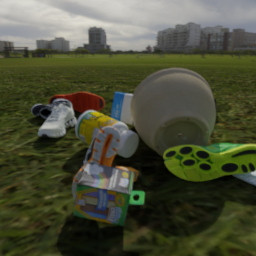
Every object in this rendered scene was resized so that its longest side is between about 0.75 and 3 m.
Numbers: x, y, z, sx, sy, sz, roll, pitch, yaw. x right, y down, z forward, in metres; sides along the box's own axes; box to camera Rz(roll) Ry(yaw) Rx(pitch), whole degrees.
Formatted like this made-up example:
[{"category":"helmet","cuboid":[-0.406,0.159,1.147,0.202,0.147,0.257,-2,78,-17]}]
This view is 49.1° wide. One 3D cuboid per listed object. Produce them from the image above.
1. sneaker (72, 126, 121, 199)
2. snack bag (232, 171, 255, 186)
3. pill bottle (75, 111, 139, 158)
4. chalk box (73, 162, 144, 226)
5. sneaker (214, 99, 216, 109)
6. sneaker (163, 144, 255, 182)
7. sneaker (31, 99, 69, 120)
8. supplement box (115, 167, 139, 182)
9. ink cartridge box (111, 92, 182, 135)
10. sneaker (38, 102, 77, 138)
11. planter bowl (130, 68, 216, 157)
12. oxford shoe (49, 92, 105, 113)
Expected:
[{"category":"sneaker","cuboid":[-0.663,0.773,5.991,0.676,1.728,0.667,27,-1,-13]},{"category":"snack bag","cuboid":[3.257,1.245,7.218,0.816,0.087,0.769,-11,19,-32]},{"category":"pill bottle","cuboid":[-0.653,0.213,8.747,1.902,1.073,1.073,23,27,34]},{"category":"chalk box","cuboid":[-0.314,1.241,5.208,1.214,0.751,0.755,13,25,1]},{"category":"sneaker","cuboid":[2.846,-0.816,12.715,2.846,1.052,1.129,-7,8,-42]},{"category":"sneaker","cuboid":[2.184,0.886,7.391,2.538,0.940,1.060,-1,-3,-1]},{"category":"sneaker","cuboid":[-3.478,-0.828,13.084,1.889,0.713,1.075,-15,22,-25]},{"category":"supplement box","cuboid":[-0.045,1.115,6.726,0.295,0.285,0.857,19,0,24]},{"category":"ink cartridge box","cuboid":[0.967,-0.544,10.501,1.976,1.159,2.699,5,9,-43]},{"category":"sneaker","cuboid":[-2.744,-0.318,10.801,0.965,1.041,2.568,4,19,7]},{"category":"planter bowl","cuboid":[1.409,-0.186,8.232,2.626,2.626,1.767,-1,36,-3]},{"category":"oxford shoe","cuboid":[-2.493,-1.355,14.285,2.930,1.043,1.063,5,12,15]}]
